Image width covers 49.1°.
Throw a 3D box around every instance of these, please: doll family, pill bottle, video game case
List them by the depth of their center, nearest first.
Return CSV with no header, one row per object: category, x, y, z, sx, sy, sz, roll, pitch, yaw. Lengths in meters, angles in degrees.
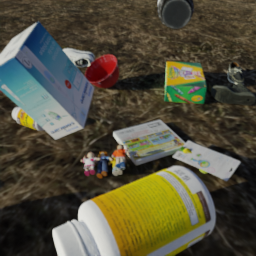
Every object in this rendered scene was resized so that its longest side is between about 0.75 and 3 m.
pill bottle,0.124,1.851,5.269,2.813,1.537,1.537,-17,37,-25
doll family,-0.559,0.934,7.644,1.377,0.621,0.855,-14,40,11
video game case,0.650,0.393,8.663,1.760,0.201,1.602,-14,36,-22
pill bottle,1.456,-3.746,8.699,1.089,1.089,1.947,3,35,4
pill bottle,-3.262,-0.343,9.340,1.195,0.653,0.653,16,37,23

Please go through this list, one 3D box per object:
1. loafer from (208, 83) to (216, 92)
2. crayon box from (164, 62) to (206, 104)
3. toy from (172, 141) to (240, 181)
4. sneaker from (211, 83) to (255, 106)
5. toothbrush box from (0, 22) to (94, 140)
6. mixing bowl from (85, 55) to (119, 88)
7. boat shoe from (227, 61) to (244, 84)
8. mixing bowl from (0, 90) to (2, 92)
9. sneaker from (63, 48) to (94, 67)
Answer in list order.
loafer,3.579,-1.417,11.269,0.367,0.326,0.966,-15,52,-15
crayon box,2.306,-1.940,11.623,1.524,0.748,2.566,4,34,6
toy,2.107,0.953,7.670,1.568,0.370,0.903,26,44,31
sneaker,3.999,-1.372,10.882,1.674,0.640,0.959,9,31,2
toothbrush box,-1.349,-0.750,4.692,0.663,1.554,1.138,-20,38,24
mixing bowl,-0.967,-2.232,11.785,1.521,0.824,1.521,-16,51,20
boat shoe,4.821,-2.436,12.545,0.625,0.589,1.742,7,36,4
mixing bowl,-5.565,-2.418,12.096,1.961,1.062,1.961,0,33,0
sneaker,-2.706,-3.407,13.905,2.009,0.767,0.809,2,44,6
